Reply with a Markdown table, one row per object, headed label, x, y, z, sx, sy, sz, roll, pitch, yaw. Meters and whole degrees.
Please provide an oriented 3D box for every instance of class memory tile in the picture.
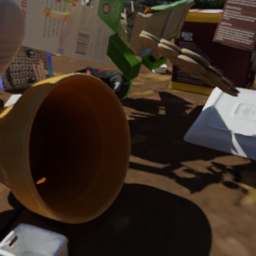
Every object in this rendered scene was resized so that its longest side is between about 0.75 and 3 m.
| label | x | y | z | sx | sy | sz | roll | pitch | yaw |
| --- | --- | --- | --- | --- | --- | --- | --- | --- | --- |
| memory tile | 1.271 | -1.212 | 5.592 | 1.646 | 0.180 | 2.147 | 39 | 13 | 38 |

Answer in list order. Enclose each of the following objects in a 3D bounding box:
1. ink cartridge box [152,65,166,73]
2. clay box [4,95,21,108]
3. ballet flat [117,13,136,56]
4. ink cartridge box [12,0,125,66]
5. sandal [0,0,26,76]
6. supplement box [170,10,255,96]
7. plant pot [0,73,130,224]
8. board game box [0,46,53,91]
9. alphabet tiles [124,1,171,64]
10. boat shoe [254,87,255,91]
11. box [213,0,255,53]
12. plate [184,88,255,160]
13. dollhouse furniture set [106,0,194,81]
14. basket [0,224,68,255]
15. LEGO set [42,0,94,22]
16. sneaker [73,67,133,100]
| label | x | y | z | sx | sy | sz | roll | pitch | yaw |
| --- | --- | --- | --- | --- | --- | --- | --- | --- | --- |
| ink cartridge box | 1.511 | -3.009 | 14.010 | 0.624 | 0.362 | 1.072 | -3 | 24 | -6 |
| clay box | -2.750 | -0.743 | 8.896 | 1.961 | 0.467 | 1.127 | -4 | 24 | -8 |
| ballet flat | -0.111 | -3.306 | 9.781 | 0.992 | 0.917 | 2.942 | 48 | 14 | 18 |
| ink cartridge box | -1.648 | -3.118 | 7.696 | 2.783 | 2.022 | 1.218 | 10 | 35 | -10 |
| sandal | -2.625 | -0.956 | 4.161 | 1.135 | 2.962 | 0.849 | 1 | 56 | -49 |
| supplement box | 3.436 | -2.928 | 10.815 | 2.898 | 2.938 | 1.951 | 16 | 30 | 30 |
| plant pot | -1.488 | 0.326 | 5.094 | 2.155 | 2.354 | 2.354 | -1 | 21 | 36 |
| board game box | -4.368 | -2.642 | 11.661 | 2.144 | 1.709 | 1.038 | -18 | 32 | -32 |
| alphabet tiles | 0.736 | -3.152 | 9.383 | 2.213 | 1.841 | 0.070 | 0 | -8 | -44 |
| boat shoe | 4.861 | -0.627 | 8.329 | 1.145 | 0.934 | 2.721 | -21 | 33 | -37 |
| box | 2.237 | -2.243 | 4.976 | 0.825 | 1.647 | 0.617 | 30 | 27 | 34 |
| plate | 3.167 | -0.288 | 7.386 | 2.636 | 0.426 | 2.630 | 16 | 46 | 30 |
| dollhouse furniture set | 0.423 | -2.303 | 6.587 | 1.353 | 2.066 | 1.037 | -29 | 72 | -23 |
| basket | -1.280 | 1.756 | 3.836 | 0.810 | 0.499 | 0.549 | 8 | 27 | 19 |
| LEGO set | -1.814 | -3.078 | 6.163 | 2.165 | 0.806 | 0.996 | 26 | 57 | -11 |
| sneaker | -0.986 | -1.638 | 10.148 | 1.222 | 1.120 | 2.918 | -3 | 10 | -45 |
